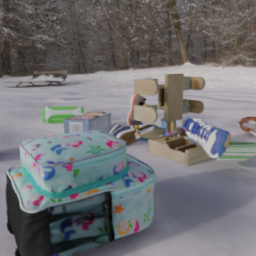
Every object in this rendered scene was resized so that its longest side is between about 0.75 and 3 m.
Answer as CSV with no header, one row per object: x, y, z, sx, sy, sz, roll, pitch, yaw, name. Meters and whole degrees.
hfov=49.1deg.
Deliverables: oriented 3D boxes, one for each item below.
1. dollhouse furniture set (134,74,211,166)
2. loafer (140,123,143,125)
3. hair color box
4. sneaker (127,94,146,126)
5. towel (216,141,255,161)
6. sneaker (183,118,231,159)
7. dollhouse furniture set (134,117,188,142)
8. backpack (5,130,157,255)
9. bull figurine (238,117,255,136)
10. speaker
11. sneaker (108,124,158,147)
1.741,-0.402,9.554,2.484,2.834,1.883,-10,16,-38,dollhouse furniture set
0.412,-0.162,14.326,0.958,0.302,0.344,-12,37,-37,loafer
-1.917,-0.235,13.755,1.310,0.803,2.647,3,12,18,hair color box
0.494,-0.601,13.123,0.800,1.954,0.753,25,38,34,sneaker
3.462,0.737,8.733,1.100,0.169,1.443,1,-25,1,towel
2.224,0.225,8.415,1.042,0.890,2.363,27,5,-4,sneaker
1.228,-0.143,10.665,1.606,1.048,1.516,12,-24,-34,dollhouse furniture set
-0.797,1.069,5.186,2.562,1.929,2.275,-1,11,-30,backpack
6.464,-0.053,12.678,2.719,0.885,1.650,-1,12,-3,bull figurine
-3.658,-0.765,15.916,2.283,1.009,1.009,-2,12,-9,speaker
0.185,0.192,11.802,2.205,0.773,1.196,-12,18,-35,sneaker
